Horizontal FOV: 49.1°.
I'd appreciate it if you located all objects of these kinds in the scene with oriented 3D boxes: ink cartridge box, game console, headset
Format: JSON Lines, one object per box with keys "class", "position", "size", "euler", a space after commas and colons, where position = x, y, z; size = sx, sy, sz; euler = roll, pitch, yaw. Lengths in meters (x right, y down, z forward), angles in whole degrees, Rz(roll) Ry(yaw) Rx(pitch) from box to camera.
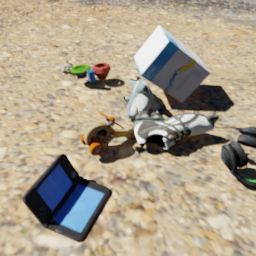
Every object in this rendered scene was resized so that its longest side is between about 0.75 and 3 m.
{"class": "ink cartridge box", "position": [1.770, -2.586, 11.510], "size": [2.351, 1.717, 1.725], "euler": [28, 29, -27]}
{"class": "game console", "position": [-1.544, 1.742, 7.410], "size": [1.064, 1.545, 1.793], "euler": [-10, 30, 33]}
{"class": "headset", "position": [3.342, 0.547, 8.330], "size": [1.556, 1.184, 2.519], "euler": [-44, 89, -1]}

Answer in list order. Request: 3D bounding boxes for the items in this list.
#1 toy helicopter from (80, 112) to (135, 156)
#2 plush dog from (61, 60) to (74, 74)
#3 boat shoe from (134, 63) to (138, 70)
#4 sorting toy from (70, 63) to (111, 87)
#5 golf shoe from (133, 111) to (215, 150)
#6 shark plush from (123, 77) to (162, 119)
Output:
{"class": "toy helicopter", "position": [-0.544, 0.109, 9.340], "size": [2.001, 1.323, 0.789], "euler": [-5, 35, -38]}
{"class": "plush dog", "position": [-2.835, -2.964, 13.846], "size": [0.648, 0.606, 0.755], "euler": [34, 44, 4]}
{"class": "boat shoe", "position": [1.042, -3.105, 14.131], "size": [1.560, 0.445, 0.522], "euler": [-12, 75, -9]}
{"class": "sorting toy", "position": [-1.678, -2.414, 12.827], "size": [1.837, 0.754, 1.104], "euler": [-7, 35, -3]}
{"class": "golf shoe", "position": [1.581, 0.194, 9.557], "size": [2.811, 1.093, 1.328], "euler": [0, 57, 0]}
{"class": "shark plush", "position": [0.262, -1.494, 11.608], "size": [1.240, 1.353, 2.978], "euler": [-31, 44, 11]}
